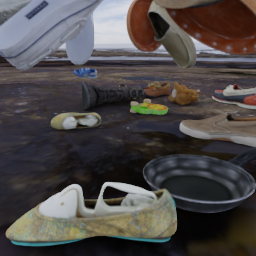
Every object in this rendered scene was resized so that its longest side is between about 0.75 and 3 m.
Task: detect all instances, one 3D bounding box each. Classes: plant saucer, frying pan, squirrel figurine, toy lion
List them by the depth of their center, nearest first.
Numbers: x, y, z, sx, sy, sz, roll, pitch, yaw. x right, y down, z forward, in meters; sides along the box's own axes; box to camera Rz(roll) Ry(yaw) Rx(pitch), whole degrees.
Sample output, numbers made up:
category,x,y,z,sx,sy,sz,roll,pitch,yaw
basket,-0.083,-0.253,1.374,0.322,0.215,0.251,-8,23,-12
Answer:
category,x,y,z,sx,sy,sz,roll,pitch,yaw
frying pan,1.342,0.684,4.715,1.639,0.441,2.709,11,18,32
plant saucer,2.153,-2.818,6.974,2.834,0.457,2.834,31,-1,1
plant saucer,0.602,-3.420,9.273,1.760,1.760,0.284,-14,18,-39
toy lion,0.765,-0.661,9.555,1.073,0.369,1.029,-16,30,-42
squirrel figurine,2.331,-1.238,11.002,1.059,0.803,1.135,6,28,-19

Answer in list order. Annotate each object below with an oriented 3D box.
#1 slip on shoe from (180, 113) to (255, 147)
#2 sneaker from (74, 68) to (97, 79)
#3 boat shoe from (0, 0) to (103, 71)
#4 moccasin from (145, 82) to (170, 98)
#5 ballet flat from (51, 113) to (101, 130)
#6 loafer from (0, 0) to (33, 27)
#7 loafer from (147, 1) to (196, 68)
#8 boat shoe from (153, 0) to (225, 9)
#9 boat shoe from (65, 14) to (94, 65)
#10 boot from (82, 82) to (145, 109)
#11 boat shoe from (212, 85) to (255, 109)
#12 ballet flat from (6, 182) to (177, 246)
category,x,y,z,sx,sy,sz,roll,pitch,yaw
slip on shoe,2.333,-0.062,6.805,2.196,0.665,0.835,12,20,36
sneaker,-1.536,-2.029,10.129,0.851,0.350,0.315,3,47,-17
boat shoe,-1.434,-2.330,5.957,2.881,0.942,1.060,-34,60,-1
moccasin,1.212,-1.728,12.420,1.807,0.698,0.661,-12,20,-34
ballet flat,-1.370,-0.174,7.623,1.379,0.487,0.487,-7,18,-28
loafer,-2.650,-2.876,6.626,0.738,0.740,2.115,46,46,13
loafer,1.371,-3.015,9.270,0.871,2.550,0.965,-42,20,-25
boat shoe,1.341,-2.648,5.550,1.679,0.604,0.544,0,4,26
boat shoe,-1.538,-3.372,9.485,0.976,2.653,0.867,6,-4,-1
boot,-0.513,-1.332,10.670,2.357,0.937,2.708,-2,14,-3
boat shoe,4.219,-1.304,10.913,0.854,0.751,2.399,-8,17,-20
ballet flat,-0.415,0.970,3.306,1.977,0.699,0.699,0,16,-1
